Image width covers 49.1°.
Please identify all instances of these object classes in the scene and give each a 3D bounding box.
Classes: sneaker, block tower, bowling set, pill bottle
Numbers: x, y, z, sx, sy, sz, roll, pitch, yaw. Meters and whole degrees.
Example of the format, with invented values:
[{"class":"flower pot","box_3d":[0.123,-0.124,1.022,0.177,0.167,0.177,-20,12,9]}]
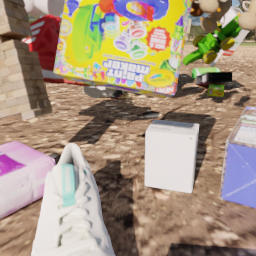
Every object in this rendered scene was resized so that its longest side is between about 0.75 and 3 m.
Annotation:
[{"class":"sneaker","box_3d":[-1.378,-1.885,6.761,2.864,1.654,1.122,5,6,3]},{"class":"block tower","box_3d":[-2.268,-1.529,5.294,0.810,2.802,0.757,-11,8,15]},{"class":"sneaker","box_3d":[-1.019,-1.624,12.147,1.886,0.757,0.814,15,11,16]},{"class":"bowling set","box_3d":[1.817,-2.830,6.537,2.454,1.317,1.708,36,-17,0]},{"class":"sneaker","box_3d":[-0.748,1.137,3.555,1.098,1.291,2.918,-4,21,-14]},{"class":"pill bottle","box_3d":[-2.806,-3.763,7.626,2.089,1.173,1.173,24,26,12]}]

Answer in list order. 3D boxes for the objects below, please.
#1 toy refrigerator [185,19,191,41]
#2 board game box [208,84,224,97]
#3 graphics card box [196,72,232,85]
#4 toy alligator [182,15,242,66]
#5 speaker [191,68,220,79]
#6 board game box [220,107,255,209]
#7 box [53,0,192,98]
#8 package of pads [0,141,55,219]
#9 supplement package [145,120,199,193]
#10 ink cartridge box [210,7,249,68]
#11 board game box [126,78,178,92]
[{"class":"toy refrigerator","box_3d":[0.859,-2.957,8.215,2.073,0.725,0.787,-11,26,-40]},{"class":"board game box","box_3d":[4.031,-1.747,12.796,0.666,0.312,1.311,7,21,17]},{"class":"graphics card box","box_3d":[4.147,-2.405,13.690,1.220,0.495,1.945,0,4,-2]},{"class":"toy alligator","box_3d":[2.884,-2.726,8.273,0.764,2.815,0.835,8,50,-56]},{"class":"speaker","box_3d":[4.458,-3.130,16.078,1.509,0.667,0.667,-3,20,-8]},{"class":"board game box","box_3d":[3.008,0.542,5.336,1.910,1.160,2.396,11,23,28]},{"class":"box","box_3d":[-0.043,-1.280,3.870,1.546,1.489,0.943,10,4,-1]},{"class":"package of pads","box_3d":[-2.399,0.968,4.688,1.298,0.815,2.155,14,25,37]},{"class":"supplement package","box_3d":[0.834,0.526,5.377,0.912,1.170,0.649,6,21,16]},{"class":"ink cartridge box","box_3d":[3.576,-3.254,10.303,0.495,1.966,1.071,1,52,-21]},{"class":"board game box","box_3d":[0.667,-2.452,12.950,2.903,1.495,1.522,12,22,30]}]
